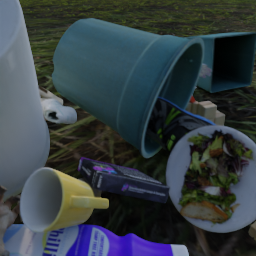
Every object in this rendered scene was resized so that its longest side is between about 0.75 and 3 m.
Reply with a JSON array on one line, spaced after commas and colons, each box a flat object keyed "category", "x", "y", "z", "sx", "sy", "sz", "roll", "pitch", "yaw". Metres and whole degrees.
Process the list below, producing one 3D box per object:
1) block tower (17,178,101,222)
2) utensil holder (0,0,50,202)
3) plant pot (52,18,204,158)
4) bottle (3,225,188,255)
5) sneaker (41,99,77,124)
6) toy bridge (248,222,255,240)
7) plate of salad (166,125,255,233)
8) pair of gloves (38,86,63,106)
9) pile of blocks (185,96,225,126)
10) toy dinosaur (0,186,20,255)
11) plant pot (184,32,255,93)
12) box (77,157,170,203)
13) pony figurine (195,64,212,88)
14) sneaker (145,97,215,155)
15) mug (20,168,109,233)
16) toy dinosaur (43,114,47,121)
[{"category": "block tower", "x": -1.171, "y": 1.217, "z": 4.824, "sx": 1.350, "sy": 0.365, "sz": 0.390, "roll": -10, "pitch": 50, "yaw": -24}, {"category": "utensil holder", "x": -2.585, "y": -0.407, "z": 4.167, "sx": 2.548, "sy": 2.998, "sz": 2.548, "roll": 5, "pitch": 58, "yaw": -8}, {"category": "plant pot", "x": -0.086, "y": -1.089, "z": 6.274, "sx": 2.596, "sy": 2.650, "sz": 2.650, "roll": 27, "pitch": 38, "yaw": 21}, {"category": "bottle", "x": -0.637, "y": 1.787, "z": 3.479, "sx": 2.744, "sy": 0.896, "sz": 1.146, "roll": 1, "pitch": 26, "yaw": 1}, {"category": "sneaker", "x": -1.594, "y": -0.354, "z": 5.883, "sx": 1.150, "sy": 0.404, "sz": 0.461, "roll": 18, "pitch": 21, "yaw": 39}, {"category": "toy bridge", "x": 2.312, "y": 1.187, "z": 4.157, "sx": 1.414, "sy": 0.475, "sz": 0.192, "roll": -32, "pitch": 49, "yaw": -20}, {"category": "plate of salad", "x": 1.329, "y": 0.801, "z": 4.512, "sx": 1.716, "sy": 1.716, "sz": 0.412, "roll": 26, "pitch": 10, "yaw": 37}, {"category": "pair of gloves", "x": -2.432, "y": -0.855, "z": 8.084, "sx": 1.143, "sy": 0.236, "sz": 1.344, "roll": 28, "pitch": 19, "yaw": -15}, {"category": "pile of blocks", "x": 1.144, "y": -0.699, "z": 7.747, "sx": 2.986, "sy": 0.928, "sz": 1.226, "roll": 7, "pitch": 31, "yaw": 11}, {"category": "toy dinosaur", "x": -1.692, "y": 1.121, "z": 3.384, "sx": 1.208, "sy": 0.518, "sz": 0.818, "roll": -1, "pitch": 49, "yaw": 55}, {"category": "plant pot", "x": 2.964, "y": -2.574, "z": 10.236, "sx": 1.779, "sy": 1.780, "sz": 2.518, "roll": -12, "pitch": 26, "yaw": -20}, {"category": "box", "x": -0.169, "y": 0.830, "z": 4.706, "sx": 1.156, "sy": 0.292, "sz": 1.617, "roll": 15, "pitch": -5, "yaw": -17}, {"category": "pony figurine", "x": 1.574, "y": -1.595, "z": 8.912, "sx": 1.635, "sy": 1.411, "sz": 1.694, "roll": 30, "pitch": 61, "yaw": -5}, {"category": "sneaker", "x": 0.887, "y": 0.001, "z": 6.163, "sx": 2.549, "sy": 0.904, "sz": 1.056, "roll": 20, "pitch": 30, "yaw": 0}, {"category": "mug", "x": -0.754, "y": 0.962, "z": 3.469, "sx": 0.914, "sy": 0.732, "sz": 0.750, "roll": 32, "pitch": 2, "yaw": 37}, {"category": "toy dinosaur", "x": -2.517, "y": -0.457, "z": 7.283, "sx": 0.958, "sy": 0.545, "sz": 1.804, "roll": 46, "pitch": 0, "yaw": 8}]
